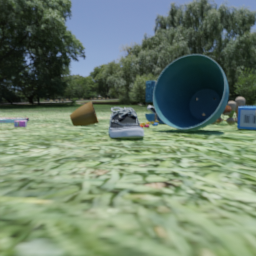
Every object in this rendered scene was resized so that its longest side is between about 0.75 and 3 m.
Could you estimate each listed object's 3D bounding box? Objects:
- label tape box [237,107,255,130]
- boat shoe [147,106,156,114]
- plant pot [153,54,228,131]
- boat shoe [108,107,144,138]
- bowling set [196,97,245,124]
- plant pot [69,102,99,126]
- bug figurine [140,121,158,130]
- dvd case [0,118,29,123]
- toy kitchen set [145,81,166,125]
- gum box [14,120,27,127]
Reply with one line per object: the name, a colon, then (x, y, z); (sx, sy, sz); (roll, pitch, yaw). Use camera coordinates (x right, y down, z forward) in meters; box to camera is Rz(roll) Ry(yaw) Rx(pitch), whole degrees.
label tape box: (5.351, -0.380, 10.730); (1.917, 0.885, 2.676); (3, 3, 27)
boat shoe: (1.592, -0.873, 15.642); (1.128, 0.406, 0.386); (37, -5, -21)
plant pot: (2.332, -1.004, 9.548); (2.472, 2.472, 1.665); (3, -10, 38)
boat shoe: (-0.104, -0.171, 7.937); (0.887, 0.820, 2.401); (0, 4, -7)
bowling set: (4.502, -0.639, 13.726); (2.564, 1.376, 1.784); (2, 23, 15)
plant pot: (-1.995, -0.513, 12.506); (1.118, 1.041, 1.041); (-20, 6, -4)
bug figurine: (0.638, -0.076, 10.539); (0.998, 0.257, 0.774); (-8, 2, -30)
dvd case: (-6.583, -0.434, 15.826); (1.605, 0.242, 2.198); (-1, 3, -12)
toy kitchen set: (1.967, -1.200, 13.169); (2.657, 2.128, 1.565); (3, 4, 33)
gum box: (-4.619, -0.182, 12.047); (0.451, 0.263, 0.795); (-1, 4, -15)
